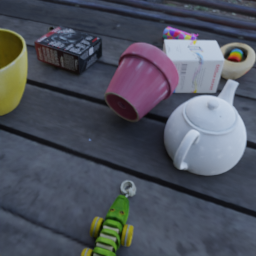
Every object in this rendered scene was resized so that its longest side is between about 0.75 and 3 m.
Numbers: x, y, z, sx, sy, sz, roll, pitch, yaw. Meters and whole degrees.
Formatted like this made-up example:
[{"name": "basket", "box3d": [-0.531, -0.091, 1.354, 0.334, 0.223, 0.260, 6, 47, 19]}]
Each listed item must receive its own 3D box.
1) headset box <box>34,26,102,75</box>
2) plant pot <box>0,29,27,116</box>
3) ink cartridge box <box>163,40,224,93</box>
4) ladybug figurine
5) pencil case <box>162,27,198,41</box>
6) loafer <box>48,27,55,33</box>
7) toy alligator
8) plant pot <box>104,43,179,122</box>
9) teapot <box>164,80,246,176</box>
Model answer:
[{"name": "headset box", "box3d": [-2.475, -3.234, 11.394, 2.320, 0.896, 1.727, 20, 45, 17]}, {"name": "plant pot", "box3d": [-4.556, -1.577, 9.102, 2.903, 2.061, 2.903, -1, 46, 1]}, {"name": "ink cartridge box", "box3d": [2.240, -2.218, 10.142, 1.932, 1.422, 1.397, 1, 46, 0]}, {"name": "ladybug figurine", "box3d": [4.112, -2.571, 10.896, 1.459, 0.773, 2.149, 21, 50, 24]}, {"name": "pencil case", "box3d": [2.289, -3.993, 12.371, 1.529, 0.676, 0.676, 23, 51, 21]}, {"name": "loafer", "box3d": [-3.383, -4.232, 12.754, 0.446, 0.396, 1.174, -27, 52, -23]}, {"name": "toy alligator", "box3d": [-0.363, 2.263, 6.422, 0.947, 0.687, 2.858, 10, 48, 8]}, {"name": "plant pot", "box3d": [0.297, -1.314, 9.040, 2.094, 2.094, 1.874, 27, 67, 23]}, {"name": "teapot", "box3d": [2.159, -0.003, 7.788, 2.456, 1.817, 2.488, -6, 48, -6]}]
